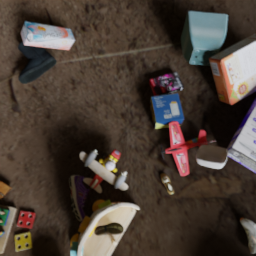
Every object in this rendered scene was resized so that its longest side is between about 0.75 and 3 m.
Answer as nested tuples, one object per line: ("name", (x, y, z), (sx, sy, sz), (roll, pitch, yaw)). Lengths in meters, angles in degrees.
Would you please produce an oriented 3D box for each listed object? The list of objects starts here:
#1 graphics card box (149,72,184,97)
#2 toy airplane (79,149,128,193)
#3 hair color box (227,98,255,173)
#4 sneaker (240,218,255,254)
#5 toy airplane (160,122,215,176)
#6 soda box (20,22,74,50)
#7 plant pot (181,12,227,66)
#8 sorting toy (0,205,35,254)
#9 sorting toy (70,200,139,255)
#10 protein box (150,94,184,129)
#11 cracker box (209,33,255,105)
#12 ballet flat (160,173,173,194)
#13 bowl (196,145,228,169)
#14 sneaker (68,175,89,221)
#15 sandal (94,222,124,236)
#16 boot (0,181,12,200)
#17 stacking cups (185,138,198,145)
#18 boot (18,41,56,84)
("graphics card box", (1.475, -1.662, 10.825), (1.163, 0.296, 0.729), (-17, 70, -8))
("toy airplane", (-0.783, 1.387, 9.150), (1.468, 1.036, 1.462), (-2, 67, -26))
("hair color box", (4.889, 0.055, 9.878), (1.626, 0.964, 2.975), (33, 73, 10))
("sneaker", (4.010, 3.586, 8.870), (0.680, 0.560, 1.479), (-35, 73, -7))
("toy airplane", (2.079, 0.632, 9.884), (1.954, 0.359, 1.954), (0, 91, 1))
("soda box", (-3.068, -3.503, 10.784), (1.896, 0.648, 0.603), (-7, 65, -41))
("plant pot", (2.858, -3.238, 10.650), (1.497, 1.502, 1.529), (5, 65, 2))
("sorting toy", (-4.481, 3.184, 9.020), (2.961, 0.501, 1.427), (11, 71, 3))
("sorting toy", (-0.869, 3.024, 8.085), (1.399, 2.358, 2.620), (31, 73, 9))
("protein box", (1.390, -0.601, 10.237), (1.016, 0.690, 1.023), (-8, 71, -3))
("cracker box", (4.432, -2.274, 10.275), (2.680, 0.773, 1.795), (-28, 117, -9))
("ballet flat", (1.354, 1.893, 9.603), (0.268, 0.246, 0.779), (-26, 72, -9))
("bowl", (2.822, 1.010, 9.465), (0.980, 0.366, 0.979), (11, 33, 24))
("sneaker", (-1.570, 2.276, 9.257), (0.636, 0.614, 1.524), (-1, 63, -22))
("sandal", (-0.590, 3.241, 8.817), (0.981, 0.268, 0.401), (-16, 47, 13))
("boot", (-4.525, 1.693, 9.572), (1.312, 0.449, 1.235), (35, 74, 11))
("stacking cups", (2.385, 0.516, 10.109), (0.780, 0.236, 0.236), (-19, 72, -3))
("boot", (-3.878, -2.668, 10.973), (1.701, 0.650, 1.430), (-40, 78, -19))
